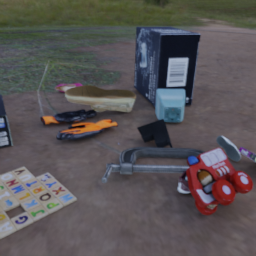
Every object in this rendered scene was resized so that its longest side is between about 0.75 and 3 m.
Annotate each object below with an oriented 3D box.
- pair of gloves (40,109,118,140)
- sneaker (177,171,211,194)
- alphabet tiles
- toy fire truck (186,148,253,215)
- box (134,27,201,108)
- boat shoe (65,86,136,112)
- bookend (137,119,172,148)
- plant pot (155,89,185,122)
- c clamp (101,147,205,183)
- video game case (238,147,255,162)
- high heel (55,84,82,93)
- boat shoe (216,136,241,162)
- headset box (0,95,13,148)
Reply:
[{"bbox_3d":[-1.691,-0.143,9.461,2.041,0.283,2.291,-14,26,-31],"label":"pair of gloves"},{"bbox_3d":[1.550,1.171,6.296,0.895,0.517,0.338,-5,8,-11],"label":"sneaker"},{"bbox_3d":[-2.389,1.468,6.257,1.669,0.075,1.997,-21,33,-37],"label":"alphabet tiles"},{"bbox_3d":[1.743,1.038,5.766,1.368,0.767,1.148,-13,60,-33],"label":"toy fire truck"},{"bbox_3d":[1.460,-2.659,11.786,1.691,2.832,2.879,-5,25,-15],"label":"box"},{"bbox_3d":[-1.007,-0.958,10.241,2.590,0.841,0.934,0,35,-21],"label":"boat shoe"},{"bbox_3d":[0.779,0.277,8.257,0.841,0.390,0.846,-19,51,10],"label":"bookend"},{"bbox_3d":[1.515,-0.695,9.908,1.020,1.017,1.039,1,31,2],"label":"plant pot"},{"bbox_3d":[0.827,0.924,6.950,2.817,0.381,2.406,-1,12,-1],"label":"c clamp"},{"bbox_3d":[3.329,0.837,6.988,0.909,0.163,0.824,23,11,-32],"label":"video game case"},{"bbox_3d":[-2.657,-1.788,12.680,1.473,0.496,0.706,16,19,41],"label":"high heel"},{"bbox_3d":[2.799,0.557,7.699,0.284,0.326,0.885,4,36,-38],"label":"boat shoe"},{"bbox_3d":[-4.749,-0.158,8.602,1.957,1.043,2.248,-11,27,-23],"label":"headset box"}]
